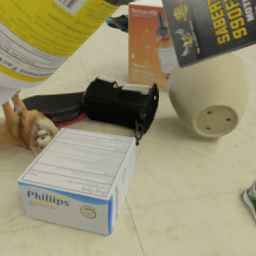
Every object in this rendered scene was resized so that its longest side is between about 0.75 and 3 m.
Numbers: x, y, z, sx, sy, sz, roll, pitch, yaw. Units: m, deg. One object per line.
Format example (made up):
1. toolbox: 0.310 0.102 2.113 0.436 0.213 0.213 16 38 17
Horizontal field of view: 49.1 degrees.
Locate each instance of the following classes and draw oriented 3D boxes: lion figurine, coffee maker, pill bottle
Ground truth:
1. lion figurine: -2.814 0.114 6.111 2.561 1.568 0.928 -14 20 8
2. coffee maker: -0.258 -0.548 7.070 1.706 1.149 1.638 12 34 20
3. pill bottle: -1.335 -1.464 3.657 2.711 1.509 1.509 -35 20 27

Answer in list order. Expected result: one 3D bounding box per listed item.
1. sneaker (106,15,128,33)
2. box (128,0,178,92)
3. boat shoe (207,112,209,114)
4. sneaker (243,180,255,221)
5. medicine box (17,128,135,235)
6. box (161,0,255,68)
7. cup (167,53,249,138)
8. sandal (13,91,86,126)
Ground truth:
1. sneaker: -0.257 -3.519 9.244 0.488 0.546 1.334 26 18 25
2. box: 1.157 -2.676 9.097 1.967 2.583 1.373 19 37 29
3. boat shoe: 2.004 -0.676 7.340 0.581 0.722 1.556 1 23 19
4. sneaker: 2.323 1.302 4.710 0.425 0.490 1.105 -6 32 -10
5. medicine box: -0.799 0.853 5.067 1.535 0.867 1.685 8 34 13
6. box: 1.316 -2.263 4.253 0.548 2.266 1.795 -22 8 -40
7. cup: 1.950 -0.620 6.611 1.991 1.991 1.424 2 43 3
8. sandal: -1.626 -0.491 7.605 1.111 0.666 2.957 29 27 30
